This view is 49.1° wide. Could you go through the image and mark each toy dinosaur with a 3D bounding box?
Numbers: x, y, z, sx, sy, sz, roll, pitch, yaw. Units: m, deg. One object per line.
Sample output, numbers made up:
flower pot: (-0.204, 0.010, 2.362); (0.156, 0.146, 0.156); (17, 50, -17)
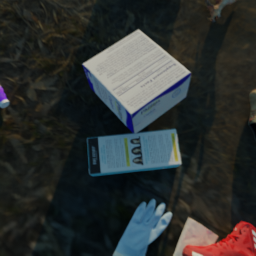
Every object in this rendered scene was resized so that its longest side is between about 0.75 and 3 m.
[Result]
toy dinosaur: (2.978, -4.076, 8.845); (0.694, 1.095, 1.616); (49, 44, -12)

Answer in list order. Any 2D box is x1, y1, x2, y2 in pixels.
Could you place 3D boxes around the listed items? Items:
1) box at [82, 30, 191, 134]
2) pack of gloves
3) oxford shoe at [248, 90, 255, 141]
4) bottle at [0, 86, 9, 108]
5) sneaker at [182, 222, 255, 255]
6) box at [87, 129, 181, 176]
box: (0.222, -1.278, 7.637); (1.971, 1.125, 2.144); (-36, 64, -14)
pack of gloves: (0.695, 3.341, 7.077); (2.262, 0.531, 2.693); (34, 75, -7)
oxford shoe: (3.682, -0.340, 7.908); (0.586, 0.552, 1.567); (-7, 74, -15)
bottle: (-3.964, -1.084, 8.255); (0.488, 0.381, 1.168); (-40, 78, -10)
sneaker: (2.401, 2.900, 6.984); (2.167, 0.849, 1.252); (20, 65, -12)
box: (0.142, 0.694, 7.649); (2.426, 0.596, 0.998); (-6, 75, -2)
